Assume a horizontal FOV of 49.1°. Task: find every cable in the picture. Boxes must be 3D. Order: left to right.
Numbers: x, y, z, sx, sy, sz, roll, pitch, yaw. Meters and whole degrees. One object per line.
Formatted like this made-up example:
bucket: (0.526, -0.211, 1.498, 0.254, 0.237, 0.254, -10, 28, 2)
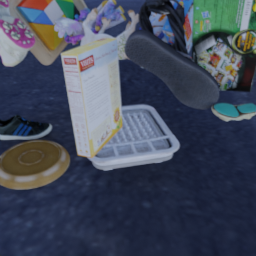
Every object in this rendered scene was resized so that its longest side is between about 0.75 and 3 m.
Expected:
cable: (0.826, -2.257, 6.476, 0.493, 1.585, 1.942, -31, 26, -9)

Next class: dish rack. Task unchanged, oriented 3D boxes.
dish rack: (-0.078, 0.241, 7.964, 2.395, 0.608, 2.791, -8, 32, -11)

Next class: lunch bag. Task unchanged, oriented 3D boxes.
lunch bag: (1.051, -3.188, 9.001, 2.121, 1.000, 2.646, -3, 54, 56)

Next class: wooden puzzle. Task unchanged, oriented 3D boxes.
wooden puzzle: (-2.807, -4.151, 10.170, 0.541, 2.687, 2.904, 24, 71, 37)

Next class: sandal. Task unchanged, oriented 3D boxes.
sandal: (0.882, -1.064, 4.986, 2.045, 0.778, 0.438, 35, 49, -20)

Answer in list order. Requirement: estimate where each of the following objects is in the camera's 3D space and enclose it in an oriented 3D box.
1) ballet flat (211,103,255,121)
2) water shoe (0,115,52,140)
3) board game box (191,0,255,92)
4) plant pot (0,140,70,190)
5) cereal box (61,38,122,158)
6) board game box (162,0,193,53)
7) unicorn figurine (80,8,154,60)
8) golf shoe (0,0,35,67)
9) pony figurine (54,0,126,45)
ballet flat: (2.004, -0.256, 5.345, 1.087, 0.339, 0.367, -2, 52, -23)
water shoe: (-3.178, -0.044, 8.358, 1.710, 0.675, 0.611, -6, 32, -11)
board game box: (1.888, -1.734, 5.369, 1.316, 2.512, 0.295, 9, 51, 17)
plant pot: (-2.508, 0.840, 7.304, 1.933, 0.266, 1.933, 1, 31, 0)
cereal box: (-0.638, -0.651, 5.750, 0.414, 2.094, 1.507, 9, 29, 23)
board game box: (1.423, -2.634, 6.807, 0.397, 1.391, 1.420, 25, -1, 21)
unicorn figurine: (-0.740, -2.370, 7.933, 2.683, 1.843, 0.991, 7, -14, 36)
golf shoe: (-3.835, -2.998, 8.013, 1.066, 1.295, 2.830, -21, 71, -49)
pony figurine: (-1.240, -3.290, 9.437, 2.368, 1.972, 2.286, -31, 30, 15)
